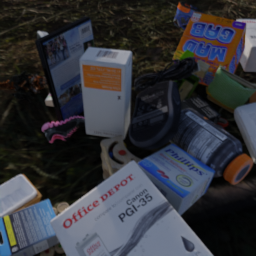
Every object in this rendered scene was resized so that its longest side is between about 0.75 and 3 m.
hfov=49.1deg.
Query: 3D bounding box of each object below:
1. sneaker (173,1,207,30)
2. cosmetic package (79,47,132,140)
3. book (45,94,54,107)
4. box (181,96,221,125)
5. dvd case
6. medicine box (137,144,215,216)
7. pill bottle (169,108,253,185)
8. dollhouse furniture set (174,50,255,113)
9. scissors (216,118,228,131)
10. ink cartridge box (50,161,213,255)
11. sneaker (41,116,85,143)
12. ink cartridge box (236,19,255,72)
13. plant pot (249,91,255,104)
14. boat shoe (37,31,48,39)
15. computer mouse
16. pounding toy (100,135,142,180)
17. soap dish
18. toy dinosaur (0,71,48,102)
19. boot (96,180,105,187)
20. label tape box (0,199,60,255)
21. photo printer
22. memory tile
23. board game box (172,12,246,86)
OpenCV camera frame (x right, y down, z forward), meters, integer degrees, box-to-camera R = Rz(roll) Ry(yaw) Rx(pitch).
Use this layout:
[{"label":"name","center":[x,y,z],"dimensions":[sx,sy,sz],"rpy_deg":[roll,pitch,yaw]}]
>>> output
[{"label":"sneaker","center":[2.953,-5.192,13.300],"dimensions":[2.721,1.067,1.025],"rpy_deg":[-11,52,-48]},{"label":"cosmetic package","center":[-0.567,-0.881,7.630],"dimensions":[1.191,2.349,0.837],"rpy_deg":[7,40,8]},{"label":"book","center":[-2.062,-1.287,9.625],"dimensions":[1.062,0.382,1.590],"rpy_deg":[5,41,9]},{"label":"box","center":[2.142,-0.472,8.425],"dimensions":[0.714,0.399,1.012],"rpy_deg":[-15,48,-26]},{"label":"dvd case","center":[-1.592,-1.602,8.200],"dimensions":[0.236,2.694,1.922],"rpy_deg":[21,46,28]},{"label":"medicine box","center":[1.025,1.149,6.378],"dimensions":[1.274,0.720,1.398],"rpy_deg":[34,38,30]},{"label":"pill bottle","center":[2.037,0.477,7.070],"dimensions":[1.122,1.122,2.112],"rpy_deg":[-26,49,-26]},{"label":"dollhouse furniture set","center":[2.355,-1.046,8.415],"dimensions":[2.315,1.516,1.162],"rpy_deg":[33,75,13]},{"label":"scissors","center":[2.006,-0.200,8.596],"dimensions":[2.043,0.142,0.747],"rpy_deg":[11,45,14]},{"label":"ink cartridge box","center":[0.148,2.146,4.694],"dimensions":[1.891,1.068,2.581],"rpy_deg":[-35,59,-11]},{"label":"sneaker","center":[-1.771,0.082,8.086],"dimensions":[1.321,0.522,0.630],"rpy_deg":[-17,66,-17]},{"label":"ink cartridge box","center":[5.473,-3.371,11.364],"dimensions":[1.925,1.087,2.623],"rpy_deg":[2,42,4]},{"label":"plant pot","center":[4.230,-0.891,8.766],"dimensions":[0.739,1.055,1.055],"rpy_deg":[2,39,28]},{"label":"boat shoe","center":[-2.827,-2.975,11.074],"dimensions":[0.882,1.014,2.751],"rpy_deg":[-21,50,-30]},{"label":"computer mouse","center":[0.867,-0.500,7.214],"dimensions":[1.963,0.747,2.835],"rpy_deg":[-15,43,33]},{"label":"pounding toy","center":[-0.144,0.718,6.835],"dimensions":[0.985,0.988,1.723],"rpy_deg":[-4,37,-9]},{"label":"soap dish","center":[-2.610,1.633,6.291],"dimensions":[1.076,0.437,0.846],"rpy_deg":[-33,51,-32]},{"label":"toy dinosaur","center":[-3.586,-1.416,9.542],"dimensions":[1.908,0.974,1.295],"rpy_deg":[-28,23,-10]},{"label":"boot","center":[-0.261,1.724,6.161],"dimensions":[1.202,0.459,1.010],"rpy_deg":[15,40,7]},{"label":"label tape box","center":[-2.010,2.070,5.576],"dimensions":[1.212,0.401,0.868],"rpy_deg":[-20,46,-23]},{"label":"photo printer","center":[4.143,-0.049,7.472],"dimensions":[2.099,0.729,1.746],"rpy_deg":[-15,50,9]},{"label":"memory tile","center":[-1.532,2.151,5.964],"dimensions":[0.848,0.093,1.106],"rpy_deg":[-17,44,-19]},{"label":"board game box","center":[2.769,-2.507,9.420],"dimensions":[1.726,1.724,1.724],"rpy_deg":[24,88,23]}]
